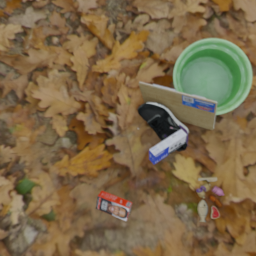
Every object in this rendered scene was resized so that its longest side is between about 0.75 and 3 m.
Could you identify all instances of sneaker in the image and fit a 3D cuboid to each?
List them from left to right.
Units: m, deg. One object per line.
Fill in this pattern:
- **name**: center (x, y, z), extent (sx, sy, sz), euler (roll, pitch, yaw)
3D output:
- **sneaker**: center (1.349, -0.002, 10.235), extent (2.392, 0.906, 1.047), euler (33, 40, -22)

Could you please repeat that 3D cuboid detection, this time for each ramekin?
- **ramekin**: center (3.137, -1.855, 10.921), extent (2.857, 1.395, 2.857), euler (0, 88, 5)

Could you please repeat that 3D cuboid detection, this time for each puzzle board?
- **puzzle board**: center (1.826, -0.809, 10.218), extent (2.749, 2.071, 0.239), euler (18, 70, 20)

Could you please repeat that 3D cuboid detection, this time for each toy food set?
- **toy food set**: center (3.106, 2.681, 10.512), extent (1.034, 0.256, 1.627), euler (-3, 74, -1)

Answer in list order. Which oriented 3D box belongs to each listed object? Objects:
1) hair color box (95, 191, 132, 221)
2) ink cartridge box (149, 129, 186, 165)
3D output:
- **hair color box**: center (-0.465, 2.509, 9.024), extent (1.099, 0.336, 0.558), euler (17, 116, 14)
- **ink cartridge box**: center (1.345, 0.647, 9.544), extent (1.383, 0.650, 0.306), euler (-30, 59, -17)
